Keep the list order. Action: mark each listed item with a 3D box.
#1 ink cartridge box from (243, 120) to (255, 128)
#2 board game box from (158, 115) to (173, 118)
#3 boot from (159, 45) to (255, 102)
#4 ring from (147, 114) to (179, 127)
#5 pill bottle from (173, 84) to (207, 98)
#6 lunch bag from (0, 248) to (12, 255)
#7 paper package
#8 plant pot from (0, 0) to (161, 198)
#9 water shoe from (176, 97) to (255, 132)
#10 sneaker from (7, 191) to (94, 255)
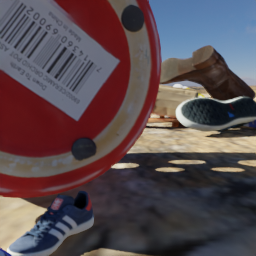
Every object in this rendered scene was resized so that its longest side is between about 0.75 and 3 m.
[{"bbox_3d":[4.203,-0.394,9.056,1.654,0.582,2.772,-5,7,-15],"label":"ink cartridge box"},{"bbox_3d":[1.861,-0.691,11.570,0.977,0.426,1.324,-5,9,-28],"label":"board game box"},{"bbox_3d":[2.382,-1.303,8.997,2.679,0.861,2.497,29,-25,-37],"label":"boot"},{"bbox_3d":[0.769,-0.314,9.619,2.973,0.285,2.973,1,8,0],"label":"ring"},{"bbox_3d":[2.313,-1.019,10.543,1.495,0.854,0.854,36,28,29],"label":"pill bottle"},{"bbox_3d":[-0.952,0.821,1.311,0.783,0.485,0.665,13,6,-11],"label":"lunch bag"},{"bbox_3d":[1.426,-0.875,9.080,1.636,0.888,1.716,9,10,9],"label":"paper package"},{"bbox_3d":[-1.297,-0.718,3.445,2.942,2.942,2.679,-4,13,-25],"label":"plant pot"},{"bbox_3d":[2.348,-0.211,7.536,2.562,0.916,1.011,-4,-27,-21],"label":"water shoe"},{"bbox_3d":[-0.599,0.735,2.249,0.306,0.344,0.815,5,10,30],"label":"sneaker"}]
